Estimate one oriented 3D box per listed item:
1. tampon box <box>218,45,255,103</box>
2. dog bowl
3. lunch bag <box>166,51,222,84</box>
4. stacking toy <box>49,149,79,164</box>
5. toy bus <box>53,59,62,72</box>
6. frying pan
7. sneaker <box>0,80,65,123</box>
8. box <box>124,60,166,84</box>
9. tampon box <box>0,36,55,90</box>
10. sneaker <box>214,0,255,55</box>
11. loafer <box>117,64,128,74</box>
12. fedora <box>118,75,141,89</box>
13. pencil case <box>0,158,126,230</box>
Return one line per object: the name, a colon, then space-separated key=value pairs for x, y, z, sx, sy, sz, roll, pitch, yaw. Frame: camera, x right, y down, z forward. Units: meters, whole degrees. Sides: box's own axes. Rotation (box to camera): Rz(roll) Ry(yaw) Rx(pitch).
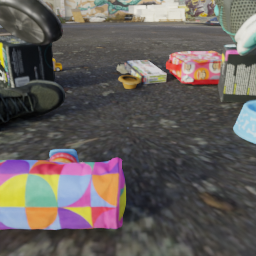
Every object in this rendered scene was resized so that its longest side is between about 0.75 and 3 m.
tampon box: x=4.485 y=-1.839 z=9.439 sx=2.567 sy=1.621 sz=1.924 roll=5 pitch=24 yaw=12
dog bowl: x=4.003 y=-0.253 z=7.021 sx=2.747 sy=0.681 sz=1.531 roll=-9 pitch=26 yaw=-19
lunch bag: x=2.784 y=-2.601 z=11.813 sx=2.336 sy=1.086 sz=2.652 roll=-3 pitch=24 yaw=-6
stacking toy: x=-1.182 y=0.847 z=4.908 sx=0.514 sy=0.544 sz=0.937 roll=-3 pitch=38 yaw=0
toy bus: x=-3.900 y=-2.955 z=13.277 sx=1.441 sy=0.564 sz=0.469 roll=-11 pitch=26 yaw=-23
frying pan: x=-2.645 y=-2.649 z=5.791 sx=1.713 sy=0.461 sz=2.832 roll=-1 pitch=-27 yaw=46
sneaker: x=-3.042 y=-0.540 z=7.302 sx=2.704 sy=1.034 sz=1.549 roll=-5 pitch=26 yaw=-4
box: x=0.701 y=-2.467 z=12.156 sx=1.133 sy=0.357 sz=2.059 roll=-8 pitch=31 yaw=-18
tampon box: x=-4.004 y=-2.292 z=10.197 sx=1.535 sy=1.822 sz=2.431 roll=-21 pitch=32 yaw=-40
sneaker: x=2.421 y=-2.308 z=5.734 sx=1.127 sy=1.325 sz=2.905 roll=-37 pitch=-3 yaw=24
loafer: x=-0.232 y=-2.779 z=13.142 sx=0.375 sy=0.339 sz=0.992 roll=-16 pitch=30 yaw=-32
fedora: x=0.055 y=-1.734 z=10.753 sx=0.917 sy=0.374 sz=0.917 roll=3 pitch=29 yaw=-2
pencil case: x=-1.239 y=0.900 z=4.022 sx=2.429 sy=1.073 sz=1.073 roll=2 pitch=24 yaw=2
